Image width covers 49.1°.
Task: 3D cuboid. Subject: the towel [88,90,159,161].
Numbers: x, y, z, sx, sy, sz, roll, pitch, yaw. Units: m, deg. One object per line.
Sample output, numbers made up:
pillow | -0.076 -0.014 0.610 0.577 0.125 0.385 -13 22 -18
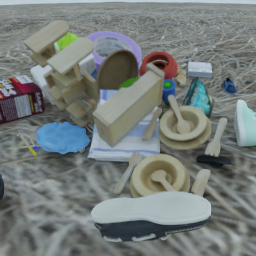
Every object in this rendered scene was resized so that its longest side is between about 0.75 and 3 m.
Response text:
towel | -0.052 -0.144 7.595 1.781 0.289 2.425 3 51 1

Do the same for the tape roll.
tape roll | -0.696 -2.793 11.294 2.345 0.996 2.345 8 50 -9

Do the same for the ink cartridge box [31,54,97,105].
ink cartridge box | -2.068 -1.788 9.374 1.926 1.392 0.815 -32 73 -11

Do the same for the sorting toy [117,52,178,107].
sorting toy | 0.824 -1.273 9.389 1.632 1.115 2.716 25 67 24

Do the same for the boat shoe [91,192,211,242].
boat shoe | 0.354 1.489 4.473 1.966 0.593 0.726 -11 18 19

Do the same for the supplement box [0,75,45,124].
supplement box | -4.332 -0.783 8.851 2.879 0.877 1.567 -20 37 -31

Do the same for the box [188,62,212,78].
box | 3.195 -2.609 12.501 1.004 0.265 1.287 6 32 8

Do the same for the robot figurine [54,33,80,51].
robot figurine | -3.069 -3.626 13.151 2.291 1.325 2.010 -20 10 -31

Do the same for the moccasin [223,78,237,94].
moccasin | 3.886 -1.646 10.804 0.416 0.352 1.034 -1 31 -2

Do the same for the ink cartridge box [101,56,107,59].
ink cartridge box | -1.507 -2.993 12.684 1.720 0.725 1.256 -11 33 -18

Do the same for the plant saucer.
plant saucer | -0.388 -1.789 9.510 1.833 1.833 0.270 -25 44 -35

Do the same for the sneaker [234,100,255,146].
sneaker | 3.632 -0.134 7.936 1.097 0.684 1.860 2 40 13

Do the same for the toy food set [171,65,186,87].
toy food set | 1.887 -2.146 11.777 1.087 0.269 1.710 4 39 8

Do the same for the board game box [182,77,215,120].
board game box | 1.993 -0.627 7.904 0.206 0.989 1.462 -21 30 44

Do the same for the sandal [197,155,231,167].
sandal | 2.112 0.819 6.889 0.825 0.197 0.310 2 29 28

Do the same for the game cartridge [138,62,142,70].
game cartridge | 0.336 -2.865 13.016 0.672 0.210 1.010 23 37 40

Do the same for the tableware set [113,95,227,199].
tableware set | 0.970 0.443 6.174 1.868 0.566 2.826 11 51 27

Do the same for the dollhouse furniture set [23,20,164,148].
dollhouse furniture set | -0.772 -1.210 7.259 2.845 2.493 1.890 40 70 20

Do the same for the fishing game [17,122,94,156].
fishing game | -1.746 0.298 7.607 2.073 0.322 1.484 -19 41 -40

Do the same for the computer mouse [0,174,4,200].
computer mouse | -3.011 0.982 5.968 0.580 0.337 1.978 -8 30 -26
